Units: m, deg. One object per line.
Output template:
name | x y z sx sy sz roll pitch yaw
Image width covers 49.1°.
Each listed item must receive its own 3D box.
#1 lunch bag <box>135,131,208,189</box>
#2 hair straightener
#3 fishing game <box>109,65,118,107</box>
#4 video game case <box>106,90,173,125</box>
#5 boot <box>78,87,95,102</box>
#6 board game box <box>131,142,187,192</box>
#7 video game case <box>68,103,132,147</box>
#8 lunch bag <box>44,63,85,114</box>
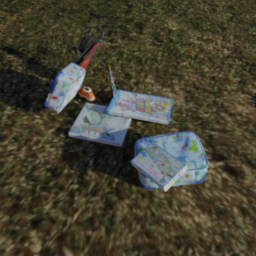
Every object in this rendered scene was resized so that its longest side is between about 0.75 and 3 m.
lunch bag | 1.360 1.003 9.119 2.205 0.909 1.772 -9 46 -3
hair straightener | -2.093 -3.391 12.431 1.123 2.917 0.597 41 22 10
fishing game | -0.420 -1.274 8.391 0.186 1.195 0.856 -9 48 0
video game case | 0.525 -0.893 11.453 2.444 0.218 1.749 10 37 8
boot | -1.857 -1.592 12.132 0.399 0.570 1.063 -37 44 -22
board game box | 0.885 1.095 8.225 0.946 0.241 1.408 -40 49 -18
video game case | -1.010 -0.178 10.913 2.063 0.227 1.880 10 44 10
lunch bag | -2.525 -1.568 11.175 0.810 1.718 2.144 31 30 -4
